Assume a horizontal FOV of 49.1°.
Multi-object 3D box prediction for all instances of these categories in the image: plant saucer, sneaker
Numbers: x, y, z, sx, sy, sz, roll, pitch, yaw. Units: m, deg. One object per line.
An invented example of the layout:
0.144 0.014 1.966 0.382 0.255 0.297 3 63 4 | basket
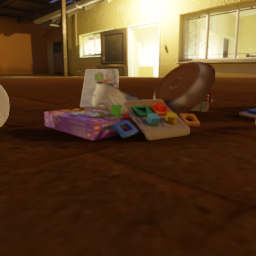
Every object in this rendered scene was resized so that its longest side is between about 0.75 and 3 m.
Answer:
1.841 -1.499 10.096 0.480 2.622 2.622 43 -11 -29 | plant saucer
-0.203 -0.761 9.385 2.186 0.952 0.815 23 5 -15 | sneaker

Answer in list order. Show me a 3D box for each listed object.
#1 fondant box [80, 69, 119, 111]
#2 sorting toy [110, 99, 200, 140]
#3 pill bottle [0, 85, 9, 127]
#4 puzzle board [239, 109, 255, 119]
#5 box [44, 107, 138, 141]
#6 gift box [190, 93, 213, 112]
-1.099 -1.487 11.224 1.356 1.879 0.547 1 -28 4 | fondant box
0.794 -0.354 7.680 2.744 0.374 1.545 -6 41 -29 | sorting toy
-4.276 -0.462 7.077 2.420 1.356 1.356 -7 7 33 | pill bottle
5.815 -0.391 9.701 2.254 0.260 2.991 -5 14 -21 | puzzle board
-1.120 -0.199 8.262 1.667 0.476 2.436 -12 17 -44 | box
2.775 -1.482 11.774 1.439 1.541 1.422 3 18 6 | gift box
